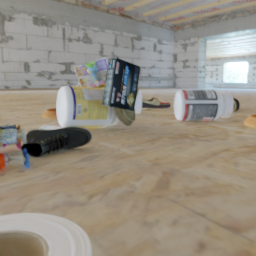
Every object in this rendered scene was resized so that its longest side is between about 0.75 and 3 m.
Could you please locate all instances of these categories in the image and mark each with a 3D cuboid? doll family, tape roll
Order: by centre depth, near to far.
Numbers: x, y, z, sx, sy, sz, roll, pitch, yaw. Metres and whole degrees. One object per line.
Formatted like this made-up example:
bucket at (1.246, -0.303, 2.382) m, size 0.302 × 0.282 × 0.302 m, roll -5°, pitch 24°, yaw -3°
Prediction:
tape roll at (-1.167, 1.426, 2.546) m, size 1.698 × 0.594 × 1.698 m, roll 0°, pitch 11°, yaw 0°
doll family at (-3.550, 0.255, 7.038) m, size 1.688 × 1.225 × 2.719 m, roll -5°, pitch 12°, yaw -26°

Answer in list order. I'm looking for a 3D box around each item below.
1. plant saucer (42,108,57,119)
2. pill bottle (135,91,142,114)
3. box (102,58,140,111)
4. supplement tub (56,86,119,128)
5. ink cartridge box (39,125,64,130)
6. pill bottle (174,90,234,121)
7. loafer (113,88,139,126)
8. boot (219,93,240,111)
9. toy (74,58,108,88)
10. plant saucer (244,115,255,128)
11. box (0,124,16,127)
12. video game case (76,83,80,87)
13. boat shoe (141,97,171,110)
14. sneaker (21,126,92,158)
plant saucer at (-3.531, -0.804, 14.995) m, size 2.074 × 0.388 × 2.074 m, roll 1°, pitch 10°, yaw 0°
pill bottle at (-0.634, -1.471, 15.487) m, size 2.642 × 1.529 × 1.529 m, roll 4°, pitch 11°, yaw 13°
box at (-0.214, -1.479, 9.770) m, size 0.378 × 1.641 × 1.304 m, roll 9°, pitch 1°, yaw 42°
supplement tub at (-1.596, -0.824, 11.410) m, size 2.315 × 1.683 × 1.683 m, roll -1°, pitch 10°, yaw -29°
ink cartridge box at (-2.743, 0.083, 9.839) m, size 1.069 × 0.375 × 1.315 m, roll 7°, pitch -3°, yaw 33°
pill bottle at (3.628, -1.092, 13.573) m, size 2.560 × 1.483 × 1.483 m, roll 0°, pitch 11°, yaw -5°
loafer at (-0.056, -1.279, 10.738) m, size 0.819 × 2.427 × 0.923 m, roll -18°, pitch -17°, yaw 35°
boot at (5.455, -1.587, 17.749) m, size 1.846 × 1.034 × 2.669 m, roll -8°, pitch 11°, yaw -14°
toy at (-1.324, -1.638, 12.605) m, size 1.530 × 2.657 × 0.627 m, roll -15°, pitch 17°, yaw 5°
plant saucer at (6.245, -0.283, 12.129) m, size 2.260 × 0.423 × 2.260 m, roll 1°, pitch 10°, yaw 0°
box at (-5.054, -0.027, 11.520) m, size 0.422 × 0.133 × 0.767 m, roll 5°, pitch 12°, yaw 27°
video game case at (-2.129, -1.475, 13.329) m, size 1.054 × 1.158 × 0.133 m, roll 30°, pitch 22°, yaw -17°
boat shoe at (1.539, -1.584, 18.040) m, size 2.556 × 0.800 × 0.910 m, roll 0°, pitch 9°, yaw -9°
sneaker at (-1.971, 0.451, 7.878) m, size 1.907 × 0.713 × 1.013 m, roll -4°, pitch 20°, yaw -7°
